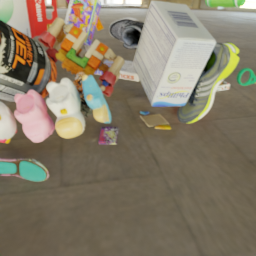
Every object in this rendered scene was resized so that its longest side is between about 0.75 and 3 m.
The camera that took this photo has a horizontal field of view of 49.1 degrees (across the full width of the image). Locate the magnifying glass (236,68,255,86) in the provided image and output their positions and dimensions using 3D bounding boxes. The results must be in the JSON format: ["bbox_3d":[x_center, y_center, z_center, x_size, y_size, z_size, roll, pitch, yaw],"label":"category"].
[{"bbox_3d":[3.360,-1.298,7.565,1.152,0.458,0.129,10,19,-29],"label":"magnifying glass"}]

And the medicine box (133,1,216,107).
[{"bbox_3d":[0.884,-1.591,6.160,0.879,1.709,1.556,-2,48,-20],"label":"medicine box"}]

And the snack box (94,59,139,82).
[{"bbox_3d":[-0.740,-2.256,10.353,2.727,0.331,0.980,13,38,17],"label":"snack box"}]

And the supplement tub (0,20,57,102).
[{"bbox_3d":[-3.189,-1.644,6.745,1.779,1.779,2.903,15,-1,25],"label":"supplement tub"}]

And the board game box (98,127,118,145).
[{"bbox_3d":[-0.649,0.252,9.425,0.589,0.159,0.982,-3,29,3],"label":"board game box"}]

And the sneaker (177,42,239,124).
[{"bbox_3d":[1.740,-1.105,6.916,0.917,2.265,0.837,3,32,-38],"label":"sneaker"}]

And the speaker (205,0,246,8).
[{"bbox_3d":[2.119,-2.810,6.108,0.365,0.365,0.825,-25,35,-38],"label":"speaker"}]

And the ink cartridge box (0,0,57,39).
[{"bbox_3d":[-4.067,-4.245,10.558,2.919,2.349,0.731,-12,53,-19],"label":"ink cartridge box"}]

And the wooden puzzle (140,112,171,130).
[{"bbox_3d":[0.966,-0.253,10.329,0.947,0.164,1.404,-2,29,-12],"label":"wooden puzzle"}]

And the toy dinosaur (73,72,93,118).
[{"bbox_3d":[-1.341,-0.757,7.225,0.953,1.404,0.717,24,45,-24],"label":"toy dinosaur"}]

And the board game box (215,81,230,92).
[{"bbox_3d":[3.961,-2.227,13.707,1.095,0.300,1.735,-11,31,-17],"label":"board game box"}]

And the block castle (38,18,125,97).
[{"bbox_3d":[-1.338,-1.853,7.978,2.350,1.102,1.570,32,-10,-4],"label":"block castle"}]

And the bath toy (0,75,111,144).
[{"bbox_3d":[-1.798,-0.221,5.944,2.732,1.010,1.188,-11,66,8],"label":"bath toy"}]

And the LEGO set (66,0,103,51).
[{"bbox_3d":[-1.465,-4.018,10.255,0.994,2.605,1.069,-21,3,3],"label":"LEGO set"}]

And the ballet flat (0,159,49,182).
[{"bbox_3d":[-2.880,1.070,7.603,1.696,0.586,0.603,4,10,8],"label":"ballet flat"}]

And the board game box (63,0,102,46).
[{"bbox_3d":[-1.572,-3.604,9.363,1.009,1.501,0.336,16,2,18],"label":"board game box"}]

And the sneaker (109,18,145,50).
[{"bbox_3d":[0.037,-3.983,11.727,2.903,1.096,1.652,22,29,31],"label":"sneaker"}]
